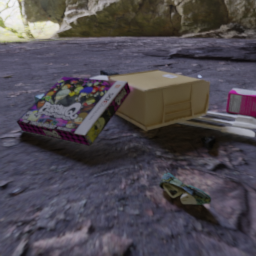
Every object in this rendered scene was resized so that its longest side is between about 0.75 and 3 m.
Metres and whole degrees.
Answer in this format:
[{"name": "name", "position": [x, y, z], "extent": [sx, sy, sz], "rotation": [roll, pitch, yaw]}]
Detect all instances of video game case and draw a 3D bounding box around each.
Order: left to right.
[{"name": "video game case", "position": [-1.770, -0.700, 9.256], "extent": [2.907, 0.521, 2.635], "rotation": [10, 48, 30]}]

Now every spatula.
[{"name": "spatula", "position": [3.199, -0.218, 9.990], "extent": [2.879, 0.231, 2.002], "rotation": [12, 26, 34]}]

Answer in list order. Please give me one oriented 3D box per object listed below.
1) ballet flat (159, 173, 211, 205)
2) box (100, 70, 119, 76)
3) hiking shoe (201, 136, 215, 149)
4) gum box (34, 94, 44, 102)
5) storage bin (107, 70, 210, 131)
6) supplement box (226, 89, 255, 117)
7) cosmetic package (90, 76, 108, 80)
[{"name": "ballet flat", "position": [1.142, 1.376, 5.897], "extent": [0.450, 0.450, 1.211], "rotation": [-18, 26, -36]}, {"name": "box", "position": [-0.960, -2.479, 14.555], "extent": [0.613, 0.869, 1.175], "rotation": [-10, 26, -25]}, {"name": "hiking shoe", "position": [2.339, 0.424, 8.318], "extent": [0.394, 0.296, 0.783], "rotation": [3, 12, 30]}, {"name": "gum box", "position": [-3.253, -1.228, 12.234], "extent": [1.174, 0.308, 1.381], "rotation": [-19, 29, -38]}, {"name": "storage bin", "position": [1.074, -1.266, 10.789], "extent": [2.933, 1.384, 2.954], "rotation": [-13, 23, -27]}, {"name": "supplement box", "position": [4.770, -0.974, 10.922], "extent": [1.626, 0.840, 0.823], "rotation": [15, 28, 30]}, {"name": "cosmetic package", "position": [-1.498, -1.830, 13.031], "extent": [1.133, 0.796, 2.233], "rotation": [11, 25, 28]}]
